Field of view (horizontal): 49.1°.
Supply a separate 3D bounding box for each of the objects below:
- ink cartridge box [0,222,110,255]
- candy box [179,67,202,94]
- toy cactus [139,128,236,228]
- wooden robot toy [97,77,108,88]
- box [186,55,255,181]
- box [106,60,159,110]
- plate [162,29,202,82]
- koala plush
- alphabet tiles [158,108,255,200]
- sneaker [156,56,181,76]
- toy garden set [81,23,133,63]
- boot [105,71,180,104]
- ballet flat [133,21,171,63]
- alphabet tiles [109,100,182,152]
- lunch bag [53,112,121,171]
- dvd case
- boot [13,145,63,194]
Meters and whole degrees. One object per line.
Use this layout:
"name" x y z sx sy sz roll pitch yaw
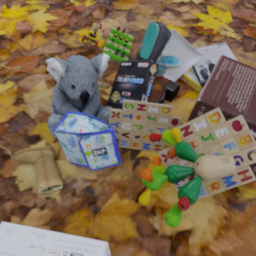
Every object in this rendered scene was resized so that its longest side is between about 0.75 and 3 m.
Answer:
"ink cartridge box" -2.031 3.761 6.493 2.756 1.155 2.419 9 52 7
"candy box" 3.084 -2.228 11.851 1.521 0.393 2.976 -30 57 -21
"toy cactus" 1.348 0.926 6.648 2.209 1.369 2.678 -11 35 15
"wooden robot toy" -1.225 -2.010 11.606 0.919 0.417 0.405 39 48 22
"box" 3.509 -0.313 8.862 2.838 2.355 2.331 27 55 13
"box" 0.120 -1.461 9.752 1.761 0.437 1.748 18 91 50
"plate" 1.759 -2.827 11.136 1.707 1.711 0.276 32 35 -24
"koala plush" -1.723 -1.375 9.542 2.338 2.636 2.423 -9 53 -16
"alphabet tiles" 2.139 0.747 7.539 2.500 0.079 2.081 -27 86 23
"sneaker" 1.488 -2.360 10.909 1.292 0.843 0.514 16 62 30
"toy garden set" -0.809 -4.034 12.413 2.107 0.504 2.527 22 42 -12
"boot" 0.268 -1.536 10.951 2.762 0.946 2.600 27 56 21
"ballet flat" 0.725 -2.425 10.375 1.077 2.949 1.077 21 27 -11
"alphabet tiles" 0.514 -0.002 9.024 2.277 1.895 0.072 7 37 -1
"lunch bag" -1.150 0.456 8.622 1.809 1.538 1.153 8 46 21
"dvd case" 3.565 -2.644 11.579 1.789 0.294 2.381 -10 47 1
"boot" -2.886 1.346 8.884 1.386 0.523 1.582 -15 53 -12
